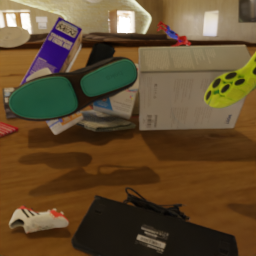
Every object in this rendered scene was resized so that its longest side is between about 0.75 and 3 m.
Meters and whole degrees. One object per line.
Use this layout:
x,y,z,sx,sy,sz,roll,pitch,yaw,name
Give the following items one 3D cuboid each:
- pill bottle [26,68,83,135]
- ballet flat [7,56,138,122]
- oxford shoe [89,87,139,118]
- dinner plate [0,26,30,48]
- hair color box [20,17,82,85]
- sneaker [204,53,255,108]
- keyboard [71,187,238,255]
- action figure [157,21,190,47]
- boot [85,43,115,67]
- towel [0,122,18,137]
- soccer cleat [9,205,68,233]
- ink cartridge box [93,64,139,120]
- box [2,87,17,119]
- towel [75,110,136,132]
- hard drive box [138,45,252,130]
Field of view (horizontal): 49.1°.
-1.795,-0.648,6.748,0.826,1.474,0.826,-30,6,3,pill bottle
-1.116,-0.818,6.003,2.732,0.998,0.998,-20,25,-10,ballet flat
-0.174,-1.055,9.530,2.978,1.114,1.049,1,60,18,oxford shoe
-2.864,-2.248,6.768,0.931,0.113,0.931,2,51,-3,dinner plate
-2.281,-1.770,8.369,0.841,2.594,1.418,24,-14,-7,hair color box
2.099,-0.823,4.975,1.576,0.659,0.584,-36,62,6,sneaker
0.420,1.663,4.224,2.372,0.470,1.235,11,47,24,keyboard
1.287,-2.624,8.265,1.128,0.559,0.368,21,54,-18,action figure
-1.138,-1.802,8.577,0.666,1.465,1.743,26,-10,-36,boot
-3.984,0.136,8.325,0.839,0.130,1.160,15,27,29,towel
-1.439,1.520,4.504,0.982,0.337,0.418,5,34,15,soccer cleat
-0.309,-1.250,8.777,1.206,1.668,0.706,14,-12,-1,ink cartridge box
-3.759,-1.119,10.903,2.017,0.614,2.502,-11,24,-20,box
-0.917,-0.253,8.632,1.716,0.308,1.783,17,14,38,towel
1.699,-1.037,7.795,2.833,2.208,1.088,0,49,0,hard drive box
